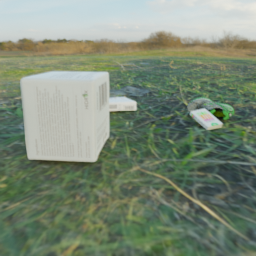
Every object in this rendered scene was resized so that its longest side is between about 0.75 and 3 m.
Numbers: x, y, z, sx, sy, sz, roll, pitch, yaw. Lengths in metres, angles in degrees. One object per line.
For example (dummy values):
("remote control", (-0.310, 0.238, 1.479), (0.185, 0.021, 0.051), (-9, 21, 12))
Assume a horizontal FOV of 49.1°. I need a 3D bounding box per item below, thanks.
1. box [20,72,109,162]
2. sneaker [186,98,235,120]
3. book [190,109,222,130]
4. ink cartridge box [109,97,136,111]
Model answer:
("box", (-1.723, -0.460, 8.432), (2.010, 2.347, 2.335), (3, 16, 5))
("sneaker", (3.457, -0.802, 12.038), (2.041, 0.796, 0.869), (9, 27, 35))
("book", (3.058, -0.325, 11.075), (0.744, 0.268, 1.114), (-10, 39, -26))
("ink cartridge box", (-0.645, -1.177, 13.716), (1.565, 0.487, 1.944), (-4, 12, -18))
